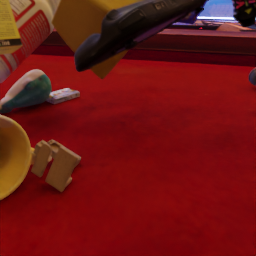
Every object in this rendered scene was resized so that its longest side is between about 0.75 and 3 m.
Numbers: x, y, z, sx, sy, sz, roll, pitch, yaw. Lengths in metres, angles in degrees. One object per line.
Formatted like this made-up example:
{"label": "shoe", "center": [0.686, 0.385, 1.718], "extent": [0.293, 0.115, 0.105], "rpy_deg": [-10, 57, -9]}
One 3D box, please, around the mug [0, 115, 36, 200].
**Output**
{"label": "mug", "center": [-2.931, 0.572, 5.474], "extent": [1.646, 2.005, 1.606], "rpy_deg": [10, 59, 38]}

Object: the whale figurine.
{"label": "whale figurine", "center": [-3.274, -1.046, 9.077], "extent": [1.501, 0.979, 1.887], "rpy_deg": [-30, 18, 52]}

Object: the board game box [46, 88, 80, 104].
{"label": "board game box", "center": [-2.384, -1.154, 10.017], "extent": [0.698, 0.191, 1.106], "rpy_deg": [21, 33, 37]}

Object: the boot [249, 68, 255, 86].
{"label": "boot", "center": [5.119, -1.262, 9.580], "extent": [2.571, 1.026, 2.828], "rpy_deg": [16, 37, 34]}

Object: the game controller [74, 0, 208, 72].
{"label": "game controller", "center": [0.225, -1.181, 3.272], "extent": [1.032, 0.417, 1.979], "rpy_deg": [-32, 6, 47]}

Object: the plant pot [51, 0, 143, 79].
{"label": "plant pot", "center": [-0.628, -2.806, 6.794], "extent": [1.797, 2.038, 2.038], "rpy_deg": [31, 58, -17]}

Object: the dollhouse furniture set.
{"label": "dollhouse furniture set", "center": [-1.334, 0.462, 5.646], "extent": [0.994, 0.852, 1.045], "rpy_deg": [31, 26, 6]}

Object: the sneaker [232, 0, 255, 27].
{"label": "sneaker", "center": [2.929, -3.221, 6.998], "extent": [0.734, 0.871, 1.990], "rpy_deg": [-14, -18, 23]}

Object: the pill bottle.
{"label": "pill bottle", "center": [-3.038, -2.704, 7.332], "extent": [1.631, 1.631, 2.906], "rpy_deg": [20, 64, 35]}

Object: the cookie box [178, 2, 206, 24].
{"label": "cookie box", "center": [1.432, -3.649, 7.851], "extent": [1.431, 1.224, 0.538], "rpy_deg": [1, 57, -20]}

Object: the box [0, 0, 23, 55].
{"label": "box", "center": [-2.788, -2.600, 5.044], "extent": [0.940, 2.497, 0.626], "rpy_deg": [-23, 13, -41]}
